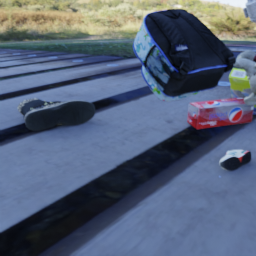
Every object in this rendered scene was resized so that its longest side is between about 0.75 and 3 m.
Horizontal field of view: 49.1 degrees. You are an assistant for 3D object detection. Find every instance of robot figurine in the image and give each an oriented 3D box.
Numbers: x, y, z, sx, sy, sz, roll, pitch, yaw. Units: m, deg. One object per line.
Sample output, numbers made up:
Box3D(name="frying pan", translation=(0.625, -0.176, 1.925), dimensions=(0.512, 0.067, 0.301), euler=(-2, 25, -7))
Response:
Box3D(name="robot figurine", translation=(4.213, -3.892, 9.170), dimensions=(0.861, 1.015, 0.573), euler=(-1, 39, 49))

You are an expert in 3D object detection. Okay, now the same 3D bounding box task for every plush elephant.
Box3D(name="plush elephant", translation=(3.249, -1.411, 6.654), dimensions=(1.535, 1.633, 1.983), euler=(-33, 72, -26))

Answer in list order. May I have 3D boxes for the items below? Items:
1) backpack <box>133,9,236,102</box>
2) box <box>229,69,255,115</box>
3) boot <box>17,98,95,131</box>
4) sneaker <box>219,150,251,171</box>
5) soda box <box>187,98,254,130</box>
Box3D(name="backpack", translation=(0.769, -1.180, 4.597), dimensions=(1.290, 1.036, 1.410), euler=(-17, 65, -28))
Box3D(name="box", translation=(5.083, -1.336, 11.570), dimensions=(1.492, 2.447, 0.583), euler=(19, 66, 37))
Box3D(name="boot", translation=(-2.942, -0.752, 11.264), dimensions=(2.762, 0.997, 2.086), euler=(-13, 24, -29))
Box3D(name="sneaker", translation=(2.997, 0.916, 8.141), dimensions=(1.216, 0.428, 0.569), euler=(-14, 12, -28))
Box3D(name="soda box", translation=(3.621, -0.591, 10.998), dimensions=(2.490, 0.872, 0.790), euler=(-6, 24, -15))
